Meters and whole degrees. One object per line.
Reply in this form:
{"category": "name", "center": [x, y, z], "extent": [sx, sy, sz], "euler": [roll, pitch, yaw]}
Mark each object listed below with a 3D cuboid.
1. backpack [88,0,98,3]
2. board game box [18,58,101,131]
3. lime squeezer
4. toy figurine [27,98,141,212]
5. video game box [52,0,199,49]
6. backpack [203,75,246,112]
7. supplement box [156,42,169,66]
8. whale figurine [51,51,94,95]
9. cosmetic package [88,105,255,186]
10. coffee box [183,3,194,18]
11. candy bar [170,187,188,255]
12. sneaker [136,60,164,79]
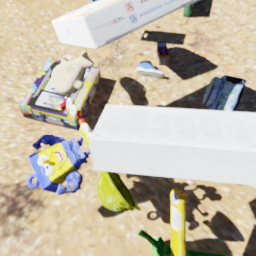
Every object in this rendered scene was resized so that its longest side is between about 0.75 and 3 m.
{"category": "backpack", "center": [-0.744, -3.852, 7.468], "extent": [1.494, 1.219, 1.148], "euler": [38, 19, 33]}
{"category": "board game box", "center": [-2.017, -1.096, 8.646], "extent": [1.774, 0.609, 2.146], "euler": [15, 57, 8]}
{"category": "lime squeezer", "center": [1.028, 2.584, 6.110], "extent": [2.289, 0.808, 0.432], "euler": [24, 35, -20]}
{"category": "toy figurine", "center": [-1.007, 0.795, 4.905], "extent": [1.426, 1.256, 2.381], "euler": [-32, 64, -6]}
{"category": "video game box", "center": [-0.128, -2.316, 5.475], "extent": [2.344, 0.602, 2.573], "euler": [-32, 28, -13]}
{"category": "backpack", "center": [2.190, -0.711, 6.613], "extent": [0.764, 0.952, 1.040], "euler": [16, 101, 8]}
{"category": "supplement box", "center": [1.191, -2.594, 9.769], "extent": [0.325, 0.419, 0.759], "euler": [-3, 56, -2]}
{"category": "whale figurine", "center": [-1.338, -1.358, 7.055], "extent": [1.215, 0.631, 0.967], "euler": [-40, 73, 15]}
{"category": "cosmetic package", "center": [0.657, 0.183, 3.436], "extent": [2.089, 0.529, 0.862], "euler": [4, 31, 10]}
{"category": "coffee box", "center": [2.520, -5.292, 11.316], "extent": [0.331, 0.924, 1.504], "euler": [12, 58, 11]}
{"category": "candy bar", "center": [0.823, 1.798, 4.507], "extent": [0.182, 0.409, 1.642], "euler": [-2, 92, -19]}
{"category": "sneaker", "center": [0.792, -2.002, 9.395], "extent": [0.969, 0.372, 0.539], "euler": [13, 65, 16]}
